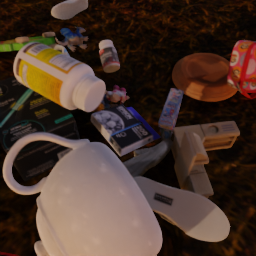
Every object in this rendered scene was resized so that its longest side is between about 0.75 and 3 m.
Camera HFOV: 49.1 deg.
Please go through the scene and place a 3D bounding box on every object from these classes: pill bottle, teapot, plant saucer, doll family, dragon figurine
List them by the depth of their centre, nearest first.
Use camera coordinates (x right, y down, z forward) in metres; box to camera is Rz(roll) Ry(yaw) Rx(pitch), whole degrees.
[{"bbox_3d":[-0.903,1.835,5.752,2.187,2.955,2.994,-29,51,-16],"label":"teapot"},{"bbox_3d":[-1.728,-1.263,7.188,2.223,1.214,1.214,29,57,18],"label":"pill bottle"},{"bbox_3d":[-1.085,-0.969,8.975,2.139,0.964,1.328,19,24,2],"label":"doll family"},{"bbox_3d":[2.875,-1.995,10.275,2.464,0.461,2.464,0,52,-1],"label":"plant saucer"},{"bbox_3d":[-0.724,-2.679,10.460,0.628,0.628,1.085,-13,76,-10],"label":"pill bottle"},{"bbox_3d":[-2.331,-3.537,11.090,1.067,0.631,2.145,31,37,22],"label":"dragon figurine"}]

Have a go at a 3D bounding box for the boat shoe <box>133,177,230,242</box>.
[{"bbox_3d":[1.184,1.878,6.807,2.572,0.819,0.909,22,81,26],"label":"boat shoe"}]

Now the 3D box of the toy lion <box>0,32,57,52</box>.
[{"bbox_3d":[-4.099,-3.336,11.075,1.853,0.664,1.934,15,32,38],"label":"toy lion"}]

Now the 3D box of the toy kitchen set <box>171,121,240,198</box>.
[{"bbox_3d":[2.296,0.681,7.354,1.882,1.702,2.087,-7,52,-6],"label":"toy kitchen set"}]

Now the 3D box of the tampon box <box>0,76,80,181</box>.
[{"bbox_3d":[-2.754,-0.181,8.099,1.885,1.588,2.515,-25,56,-19],"label":"tampon box"}]

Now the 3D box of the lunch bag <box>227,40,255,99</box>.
[{"bbox_3d":[4.256,-1.880,9.305,2.094,1.844,0.858,-4,23,-29],"label":"lunch bag"}]

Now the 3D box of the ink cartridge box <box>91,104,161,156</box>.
[{"bbox_3d":[-0.036,-0.058,8.355,1.584,0.344,1.569,-22,55,-33],"label":"ink cartridge box"}]

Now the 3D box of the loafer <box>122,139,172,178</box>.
[{"bbox_3d":[0.437,0.846,7.881,1.950,0.682,0.680,-34,67,-23],"label":"loafer"}]

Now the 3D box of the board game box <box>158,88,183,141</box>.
[{"bbox_3d":[1.188,-0.261,8.232,0.404,1.311,1.310,17,44,12],"label":"board game box"}]

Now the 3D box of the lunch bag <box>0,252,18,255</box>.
[{"bbox_3d":[-2.154,3.928,5.218,2.372,1.103,2.693,11,49,3],"label":"lunch bag"}]

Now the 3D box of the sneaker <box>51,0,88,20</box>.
[{"bbox_3d":[-2.801,-5.610,13.085,1.879,0.718,0.756,-32,47,-28],"label":"sneaker"}]

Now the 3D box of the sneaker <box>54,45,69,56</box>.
[{"bbox_3d":[-3.177,-1.963,9.852,1.012,1.069,2.646,33,59,22],"label":"sneaker"}]
